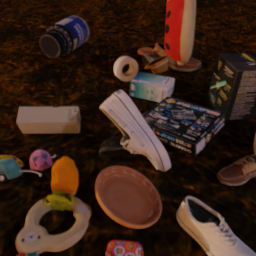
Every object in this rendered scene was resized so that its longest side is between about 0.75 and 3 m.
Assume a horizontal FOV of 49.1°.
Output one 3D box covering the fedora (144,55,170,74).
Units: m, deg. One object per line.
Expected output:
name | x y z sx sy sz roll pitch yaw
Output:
fedora | 1.503 -2.958 13.363 1.450 0.592 1.450 -23 20 9

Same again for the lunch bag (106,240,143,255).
lunch bag | -0.024 3.027 6.087 0.975 0.454 1.107 3 38 3

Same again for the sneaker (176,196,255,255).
sneaker | 2.059 2.494 6.470 0.847 0.821 2.319 -30 47 -33

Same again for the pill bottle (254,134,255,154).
pill bottle | 5.045 0.544 8.788 1.843 1.052 1.052 7 39 10

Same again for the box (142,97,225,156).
box | 1.797 -0.171 9.804 2.450 0.564 1.948 22 46 36

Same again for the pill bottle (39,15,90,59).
pill bottle | -3.449 -4.973 15.359 1.664 1.664 2.975 14 41 17

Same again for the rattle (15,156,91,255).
rattle | -1.895 2.129 6.317 1.591 1.746 2.444 37 43 15

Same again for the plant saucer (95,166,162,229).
plant saucer | -0.017 1.796 7.263 1.880 0.352 1.880 21 33 -15

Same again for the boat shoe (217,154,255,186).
boat shoe | 3.494 1.143 8.316 1.901 0.682 0.720 -15 40 -18

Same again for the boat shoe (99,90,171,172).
boat shoe | 0.195 0.279 8.250 0.924 2.828 1.040 -38 10 -12

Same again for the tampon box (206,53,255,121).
tampon box | 4.077 -1.560 10.569 1.317 2.087 1.564 -5 37 -10

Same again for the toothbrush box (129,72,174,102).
toothbrush box | 1.031 -1.738 11.948 1.644 0.701 1.204 13 35 17

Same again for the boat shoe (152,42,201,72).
boat shoe | 2.396 -3.635 14.174 2.795 1.003 1.058 26 45 30

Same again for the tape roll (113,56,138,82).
tape roll | -0.106 -2.714 12.884 1.120 1.120 0.392 -17 35 -20

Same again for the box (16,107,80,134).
box | -2.746 -0.267 9.853 2.049 0.842 0.701 1 60 -4

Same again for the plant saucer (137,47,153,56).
plant saucer | 1.014 -4.314 15.745 0.972 0.157 0.972 0 39 0

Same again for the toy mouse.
toy mouse | -2.994 1.001 7.794 2.658 0.514 2.363 -12 6 -40

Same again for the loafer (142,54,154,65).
loafer | 1.107 -3.428 14.392 0.419 0.464 1.226 -18 51 -21

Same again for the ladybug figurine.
ladybug figurine | 1.938 -3.852 10.620 1.049 2.917 1.980 3 0 6

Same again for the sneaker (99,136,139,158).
sneaker | -0.258 0.584 9.175 1.332 0.509 0.763 -3 44 6
